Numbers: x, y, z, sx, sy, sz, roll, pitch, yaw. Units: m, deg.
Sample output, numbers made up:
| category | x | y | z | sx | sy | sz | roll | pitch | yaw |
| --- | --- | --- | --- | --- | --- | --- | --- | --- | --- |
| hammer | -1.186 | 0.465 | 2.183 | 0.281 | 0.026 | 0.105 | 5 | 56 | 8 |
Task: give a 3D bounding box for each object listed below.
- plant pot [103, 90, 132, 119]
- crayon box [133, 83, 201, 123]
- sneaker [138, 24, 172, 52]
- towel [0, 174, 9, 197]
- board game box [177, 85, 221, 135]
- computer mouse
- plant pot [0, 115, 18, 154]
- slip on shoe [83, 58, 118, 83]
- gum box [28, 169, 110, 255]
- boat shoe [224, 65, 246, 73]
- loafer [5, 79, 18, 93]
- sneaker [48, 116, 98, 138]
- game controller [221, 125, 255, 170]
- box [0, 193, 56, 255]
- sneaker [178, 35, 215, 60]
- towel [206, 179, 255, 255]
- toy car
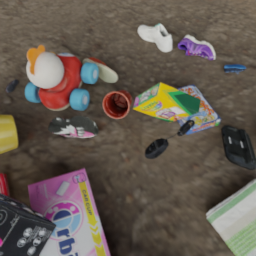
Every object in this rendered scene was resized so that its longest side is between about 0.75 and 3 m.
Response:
| category | x | y | z | sx | sy | sz | roll | pitch | yaw |
| --- | --- | --- | --- | --- | --- | --- | --- | --- | --- |
| plant pot | -0.294 | -0.885 | 9.713 | 0.928 | 0.928 | 0.903 | 13 | 22 | 11 |
| crayon box | 1.126 | -0.703 | 8.530 | 1.405 | 1.628 | 0.475 | 18 | 74 | -19 |
| sneaker | 1.259 | -4.339 | 12.713 | 0.795 | 0.935 | 2.112 | -33 | 57 | -23 |
| towel | -4.307 | 2.127 | 7.687 | 1.988 | 0.224 | 1.438 | -17 | 53 | -14 |
| board game box | 2.224 | -0.704 | 10.014 | 1.295 | 0.330 | 1.913 | -16 | 52 | -14 |
| computer mouse | 1.241 | 0.375 | 8.272 | 1.787 | 0.304 | 0.524 | -36 | 25 | 14 |
| plant pot | -4.264 | 0.225 | 8.503 | 1.539 | 1.636 | 1.636 | -11 | 49 | -29 |
| slip on shoe | -1.057 | -2.384 | 11.272 | 1.831 | 0.678 | 0.560 | 33 | 53 | 31 |
| gum box | -1.490 | 2.399 | 6.991 | 1.529 | 0.891 | 2.694 | -16 | 51 | -12 |
| boat shoe | 4.363 | -2.422 | 11.517 | 0.874 | 0.300 | 0.368 | 4 | 42 | 2 |
| loafer | -4.554 | -1.607 | 10.873 | 0.242 | 0.276 | 0.768 | -4 | 41 | 21 |
| sneaker | -1.632 | 0.012 | 8.880 | 1.715 | 0.740 | 0.689 | 9 | 77 | 27 |
| game controller | 3.351 | 0.552 | 8.553 | 0.944 | 0.381 | 1.810 | 13 | 35 | 3 |
| box | -3.077 | 2.667 | 5.613 | 1.519 | 1.750 | 2.648 | 16 | 68 | 37 |
| sneaker | 2.947 | -3.316 | 12.141 | 0.785 | 0.759 | 1.883 | -42 | 51 | -12 |
| towel | 3.595 | 2.783 | 6.953 | 2.070 | 0.426 | 2.775 | -30 | 58 | -11 |
| toy car | -2.541 | -1.958 | 9.389 | 2.247 | 2.438 | 2.156 | 11 | 70 | 16 |
